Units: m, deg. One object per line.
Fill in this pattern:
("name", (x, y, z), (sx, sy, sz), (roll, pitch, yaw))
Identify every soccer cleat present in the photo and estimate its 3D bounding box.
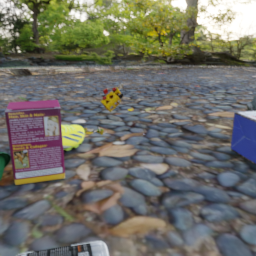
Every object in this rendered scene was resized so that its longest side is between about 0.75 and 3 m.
("soccer cleat", (-2.315, 0.236, 9.387), (0.897, 1.161, 2.775), (8, 18, 24))

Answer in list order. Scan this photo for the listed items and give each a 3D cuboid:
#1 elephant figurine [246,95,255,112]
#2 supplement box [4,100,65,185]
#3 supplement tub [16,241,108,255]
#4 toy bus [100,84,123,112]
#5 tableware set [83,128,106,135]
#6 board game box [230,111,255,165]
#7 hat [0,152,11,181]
("elephant figurine", (6.239, -0.529, 11.862), (2.159, 1.528, 1.675), (28, 57, 27))
("supplement box", (-2.453, 0.346, 7.531), (1.325, 2.025, 1.045), (-4, 17, -16))
("supplement tub", (-0.987, 2.073, 3.675), (1.499, 0.918, 0.918), (-3, 17, -13))
("toy bus", (-0.633, -1.343, 13.231), (1.225, 1.298, 0.671), (-14, 46, -43))
("tableware set", (-1.442, 0.125, 11.530), (1.019, 0.156, 0.686), (8, 19, 25))
("board game box", (5.096, 0.315, 8.785), (2.778, 1.345, 2.215), (-4, 17, -12))
("hat", (-3.234, 1.541, 6.515), (1.614, 1.336, 1.420), (-22, 67, -40))
